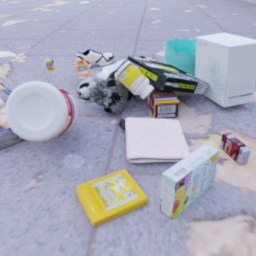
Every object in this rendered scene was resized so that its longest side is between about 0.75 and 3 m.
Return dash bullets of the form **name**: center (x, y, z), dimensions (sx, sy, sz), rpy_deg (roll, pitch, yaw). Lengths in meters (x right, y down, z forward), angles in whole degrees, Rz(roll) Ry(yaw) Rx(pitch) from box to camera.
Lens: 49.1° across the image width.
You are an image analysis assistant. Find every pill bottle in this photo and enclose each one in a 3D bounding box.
- **pill bottle**: center (-2.493, -0.502, 8.792), dimensions (1.651, 1.651, 2.923), rpy_deg (-1, 3, -2)
- **pill bottle**: center (0.259, -1.739, 10.450), dimensions (1.388, 0.781, 0.781), rpy_deg (43, 41, -2)

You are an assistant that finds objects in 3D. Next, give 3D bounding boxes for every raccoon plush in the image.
- **raccoon plush**: center (-0.877, -1.411, 11.716), dimensions (1.900, 1.372, 2.836), rpy_deg (21, 8, 31)

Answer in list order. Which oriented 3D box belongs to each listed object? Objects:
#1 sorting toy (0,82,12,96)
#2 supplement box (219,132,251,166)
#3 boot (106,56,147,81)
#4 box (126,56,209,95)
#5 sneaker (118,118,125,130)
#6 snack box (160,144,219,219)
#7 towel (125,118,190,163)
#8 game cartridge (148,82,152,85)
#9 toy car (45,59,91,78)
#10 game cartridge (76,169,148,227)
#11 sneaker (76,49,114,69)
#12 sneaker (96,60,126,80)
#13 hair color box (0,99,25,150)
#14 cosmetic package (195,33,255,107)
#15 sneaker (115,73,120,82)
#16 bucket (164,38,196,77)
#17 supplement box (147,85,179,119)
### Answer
- **sorting toy**: center (-5.229, -1.662, 11.807), dimensions (1.784, 1.318, 0.263), rpy_deg (33, 79, 33)
- **supplement box**: center (3.390, 0.652, 8.933), dimensions (0.317, 0.567, 1.042), rpy_deg (-11, 34, -17)
- **boot**: center (-0.082, -2.618, 13.685), dimensions (2.264, 0.817, 1.710), rpy_deg (-35, 8, 3)
- **box**: center (1.607, -2.205, 11.755), dimensions (2.626, 0.624, 2.536), rpy_deg (0, 31, -38)
- **sneaker**: center (-0.129, -0.102, 10.379), dimensions (0.357, 0.299, 0.787), rpy_deg (21, 19, -21)
- **snack box**: center (1.590, 1.348, 7.222), dimensions (1.788, 1.272, 0.474), rpy_deg (-26, 41, -35)
- **towel**: center (0.902, 0.383, 9.319), dimensions (1.984, 0.335, 2.077), rpy_deg (2, 36, -4)
- **game cartridge**: center (0.199, -1.894, 12.320), dimensions (1.595, 0.331, 1.062), rpy_deg (-8, 0, 18)
- **toy car**: center (-2.945, -2.821, 13.367), dimensions (2.432, 0.809, 1.193), rpy_deg (0, 49, 4)
- **game cartridge**: center (-0.474, 1.793, 7.484), dimensions (1.560, 0.253, 1.375), rpy_deg (-16, 36, -25)
- **sneaker**: center (-1.801, -3.935, 15.618), dimensions (2.365, 0.946, 0.872), rpy_deg (-21, 37, -31)
- **sneaker**: center (-0.786, -2.930, 14.207), dimensions (0.905, 0.794, 2.258), rpy_deg (15, 37, 26)
- **hair color box**: center (-4.767, -0.177, 10.014), dimensions (1.343, 0.796, 2.456), rpy_deg (-25, 42, -34)
- **cosmetic package**: center (4.037, -2.510, 11.781), dimensions (1.510, 2.457, 2.449), rpy_deg (-10, 28, -14)
- **sneaker**: center (-0.001, -2.247, 11.987), dimensions (0.549, 0.483, 1.297), rpy_deg (1, 22, 38)
- **bucket**: center (2.934, -3.361, 14.016), dimensions (2.475, 1.610, 2.475), rpy_deg (3, 36, -2)
- **supplement box**: center (1.373, -1.119, 11.436), dimensions (0.964, 0.748, 1.748), rpy_deg (-4, 32, -5)
